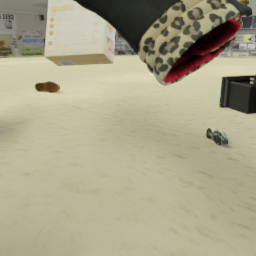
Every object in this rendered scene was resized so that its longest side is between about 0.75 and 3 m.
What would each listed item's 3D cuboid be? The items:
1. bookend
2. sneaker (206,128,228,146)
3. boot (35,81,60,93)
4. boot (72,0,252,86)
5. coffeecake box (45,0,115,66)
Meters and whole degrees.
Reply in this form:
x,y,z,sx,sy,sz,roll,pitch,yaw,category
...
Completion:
x,y,z,sx,sy,sz,roll,pitch,yaw,category
4.717,-1.051,9.141,2.374,1.094,2.359,-6,18,-17,bookend
2.163,0.174,6.545,0.356,0.320,0.825,0,17,-10,sneaker
-3.578,-1.927,12.999,1.341,0.503,0.719,8,14,28,boot
0.683,-1.902,3.402,2.862,1.033,2.162,-35,72,-18,boot
-1.085,-2.501,6.569,1.462,1.904,0.696,1,-6,15,coffeecake box
